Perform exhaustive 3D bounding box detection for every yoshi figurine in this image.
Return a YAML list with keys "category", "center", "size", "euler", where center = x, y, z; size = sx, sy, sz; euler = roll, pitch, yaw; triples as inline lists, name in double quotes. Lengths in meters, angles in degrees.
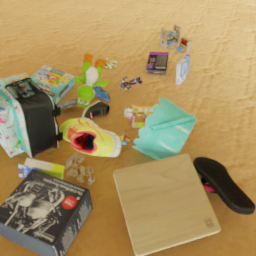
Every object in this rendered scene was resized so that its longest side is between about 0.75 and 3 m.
- category: "yoshi figurine"
  center: [-1.470, -1.786, 10.761]
  size: [1.155, 1.151, 2.056]
  euler: [9, 81, 25]

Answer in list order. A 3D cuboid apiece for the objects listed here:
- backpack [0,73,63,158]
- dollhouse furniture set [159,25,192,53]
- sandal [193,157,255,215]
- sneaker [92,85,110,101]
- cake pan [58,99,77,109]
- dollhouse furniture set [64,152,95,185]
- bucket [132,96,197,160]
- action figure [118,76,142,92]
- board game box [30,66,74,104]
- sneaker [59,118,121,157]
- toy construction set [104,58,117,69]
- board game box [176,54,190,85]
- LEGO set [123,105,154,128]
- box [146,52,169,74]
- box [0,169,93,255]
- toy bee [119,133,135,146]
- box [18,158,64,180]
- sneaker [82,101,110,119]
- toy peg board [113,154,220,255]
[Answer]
- category: "backpack"
  center: [-3.600, -0.490, 9.375]
  size: [2.042, 2.408, 2.712]
  euler: [-18, 41, -26]
- category: "dollhouse furniture set"
  center: [2.560, -4.734, 15.038]
  size: [1.017, 1.011, 1.443]
  euler: [-25, 48, -25]
- category: "sandal"
  center: [2.608, 1.679, 8.155]
  size: [1.002, 0.601, 2.669]
  euler: [3, 26, -15]
- category: "sneaker"
  center: [-1.218, -1.449, 11.828]
  size: [0.474, 0.398, 1.209]
  euler: [-24, 50, -29]
- category: "cake pan"
  center: [-2.334, -0.942, 11.121]
  size: [0.889, 0.889, 0.163]
  euler: [-18, 87, -19]
- category: "dollhouse furniture set"
  center: [-1.593, 1.298, 8.637]
  size: [0.850, 0.602, 0.926]
  euler: [27, 32, -39]
- category: "bucket"
  center: [1.185, 0.130, 8.928]
  size: [1.327, 2.040, 2.040]
  euler: [30, 48, 8]
- category: "action figure"
  center: [0.059, -1.907, 11.978]
  size: [1.042, 0.678, 0.361]
  euler: [-11, 44, 16]
- category: "board game box"
  center: [-3.389, -1.771, 11.806]
  size: [1.513, 0.470, 2.004]
  euler: [20, 42, 5]
- category: "sneaker"
  center: [-1.494, 0.265, 9.023]
  size: [2.599, 1.016, 1.174]
  euler: [14, 11, 38]
- category: "toy construction set"
  center: [-0.992, -3.224, 13.823]
  size: [0.594, 0.417, 0.905]
  euler: [-44, 46, -9]
- category: "board game box"
  center: [2.495, -2.643, 12.720]
  size: [0.224, 1.033, 1.028]
  euler: [21, 47, 26]
- category: "LEGO set"
  center: [0.926, -0.321, 10.156]
  size: [2.218, 0.826, 1.020]
  euler: [5, 11, -6]
- category: "box"
  center: [1.431, -3.172, 13.667]
  size: [0.982, 0.248, 1.373]
  euler: [5, 54, 11]
- category: "box"
  center: [-2.174, 2.244, 7.379]
  size: [1.879, 0.978, 1.711]
  euler: [15, 46, 16]
- category: "toy bee"
  center: [-0.112, 0.348, 9.819]
  size: [0.832, 0.452, 0.544]
  euler: [-11, 59, 2]
- category: "box"
  center: [-2.576, 1.316, 8.347]
  size: [1.263, 0.770, 0.301]
  euler: [14, 47, -7]
- category: "sneaker"
  center: [-1.213, -0.616, 10.902]
  size: [0.658, 0.469, 1.327]
  euler: [17, 41, 26]
- category: "toy peg board"
  center: [0.921, 2.125, 7.682]
  size: [2.228, 1.090, 2.218]
  euler: [-12, 59, -11]
